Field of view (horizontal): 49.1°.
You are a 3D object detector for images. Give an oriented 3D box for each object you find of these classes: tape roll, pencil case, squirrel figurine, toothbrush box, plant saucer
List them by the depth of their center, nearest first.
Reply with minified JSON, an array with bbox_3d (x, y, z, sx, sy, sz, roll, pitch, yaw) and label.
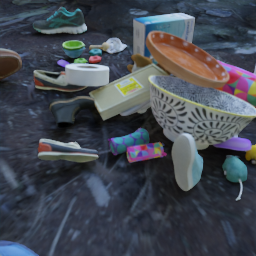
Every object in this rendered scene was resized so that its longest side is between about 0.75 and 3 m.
[{"bbox_3d":[0.396,0.545,6.261,0.850,0.376,0.376,-9,36,-9],"label":"pencil case"},{"bbox_3d":[0.023,0.309,6.505,0.901,0.383,0.416,-19,80,-20],"label":"pencil case"},{"bbox_3d":[1.534,-1.785,7.420,2.390,0.386,2.390,20,34,-14],"label":"plant saucer"},{"bbox_3d":[3.235,-1.299,8.077,2.122,0.938,0.938,29,44,32],"label":"pencil case"},{"bbox_3d":[-1.228,-1.620,8.499,1.329,0.465,1.329,3,19,-1],"label":"tape roll"},{"bbox_3d":[0.702,-1.933,9.407,1.470,1.040,1.372,20,26,1],"label":"squirrel figurine"},{"bbox_3d":[1.341,-3.396,10.724,2.173,1.591,0.927,-16,38,-20],"label":"toothbrush box"}]

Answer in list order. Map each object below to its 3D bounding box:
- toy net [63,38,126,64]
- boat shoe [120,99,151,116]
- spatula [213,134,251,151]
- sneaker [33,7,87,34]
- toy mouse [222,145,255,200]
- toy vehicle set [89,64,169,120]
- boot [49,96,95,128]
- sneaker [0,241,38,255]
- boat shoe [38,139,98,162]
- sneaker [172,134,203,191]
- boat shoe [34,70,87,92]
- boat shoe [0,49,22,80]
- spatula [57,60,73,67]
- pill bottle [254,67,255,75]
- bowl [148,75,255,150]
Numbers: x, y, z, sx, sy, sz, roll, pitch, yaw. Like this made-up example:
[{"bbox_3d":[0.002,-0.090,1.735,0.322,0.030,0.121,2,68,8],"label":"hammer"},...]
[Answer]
[{"bbox_3d":[-1.167,-3.262,11.442,2.810,0.543,1.474,-21,41,-28],"label":"toy net"},{"bbox_3d":[0.369,-0.617,7.817,1.306,0.427,0.481,-29,36,-11],"label":"boat shoe"},{"bbox_3d":[2.776,-0.127,7.184,0.795,0.289,2.814,9,33,22],"label":"spatula"},{"bbox_3d":[-3.375,-5.328,13.785,2.610,1.190,1.012,-3,35,-4],"label":"sneaker"},{"bbox_3d":[2.629,0.901,5.746,1.643,0.358,1.849,-30,45,-35],"label":"toy mouse"},{"bbox_3d":[0.060,-1.074,7.955,2.169,0.288,1.348,-25,35,-5],"label":"toy vehicle set"},{"bbox_3d":[-1.354,-0.369,7.201,1.189,0.461,0.823,-12,52,-19],"label":"boot"},{"bbox_3d":[-1.364,2.162,3.736,1.799,0.665,0.740,19,42,26],"label":"sneaker"},{"bbox_3d":[-1.267,0.480,6.030,1.288,0.458,0.403,5,61,-17],"label":"boat shoe"},{"bbox_3d":[1.173,0.580,5.321,0.532,1.298,0.480,-29,43,-28],"label":"sneaker"},{"bbox_3d":[-2.178,-1.545,9.025,1.715,0.537,0.611,4,32,1],"label":"boat shoe"},{"bbox_3d":[-4.821,-1.659,8.841,2.939,1.113,1.055,-20,43,-12],"label":"boat shoe"},{"bbox_3d":[-2.075,-2.345,10.510,1.268,0.130,0.358,16,40,21],"label":"spatula"},{"bbox_3d":[5.003,-1.655,8.659,1.988,1.152,1.152,13,37,18],"label":"pill bottle"},{"bbox_3d":[1.508,-0.269,6.427,2.495,1.171,2.495,14,22,-6],"label":"bowl"}]
